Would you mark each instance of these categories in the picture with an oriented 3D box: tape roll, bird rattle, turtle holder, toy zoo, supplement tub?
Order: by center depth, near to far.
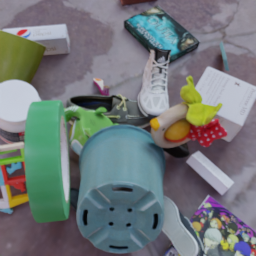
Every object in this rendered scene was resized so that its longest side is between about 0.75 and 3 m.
[{"bbox_3d":[-1.851,0.773,6.766,0.684,2.847,2.847,-4,60,-8],"label":"tape roll"},{"bbox_3d":[1.397,-0.141,6.894,1.795,2.201,1.240,-25,64,2],"label":"bird rattle"},{"bbox_3d":[-3.321,1.425,7.491,1.315,2.004,0.205,-10,23,-18],"label":"toy zoo"},{"bbox_3d":[-1.176,0.225,8.114,1.827,1.298,1.388,24,49,-38],"label":"turtle holder"},{"bbox_3d":[-3.224,-0.374,8.190,1.390,1.981,1.390,6,69,-15],"label":"supplement tub"}]

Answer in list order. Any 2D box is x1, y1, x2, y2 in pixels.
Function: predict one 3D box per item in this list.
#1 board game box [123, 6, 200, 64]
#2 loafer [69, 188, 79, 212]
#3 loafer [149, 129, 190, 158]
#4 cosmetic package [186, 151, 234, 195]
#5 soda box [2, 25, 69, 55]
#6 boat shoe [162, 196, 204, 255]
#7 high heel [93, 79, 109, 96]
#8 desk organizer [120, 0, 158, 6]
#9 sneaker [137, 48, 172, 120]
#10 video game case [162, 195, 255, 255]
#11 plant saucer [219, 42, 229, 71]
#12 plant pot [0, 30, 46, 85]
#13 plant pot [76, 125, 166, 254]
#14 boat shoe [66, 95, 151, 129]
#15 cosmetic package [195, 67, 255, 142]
[{"bbox_3d":[1.298,-3.767,11.225,1.807,0.376,2.672,-31,65,-17],"label":"board game box"},{"bbox_3d":[-1.012,2.184,7.627,1.814,0.637,0.616,31,65,17],"label":"loafer"},{"bbox_3d":[1.164,0.344,8.172,0.652,1.787,0.637,-20,55,31],"label":"loafer"},{"bbox_3d":[2.373,1.297,8.163,1.352,0.342,0.558,44,28,21],"label":"cosmetic package"},{"bbox_3d":[-3.501,-3.307,10.702,2.393,0.815,0.762,-6,60,-4],"label":"soda box"},{"bbox_3d":[1.231,2.503,7.039,0.684,0.546,1.810,-42,41,13],"label":"boat shoe"},{"bbox_3d":[-0.975,-1.391,9.959,0.350,0.499,1.039,-14,38,-37],"label":"high heel"},{"bbox_3d":[0.464,-5.941,12.329,1.653,0.637,0.593,-12,61,-7],"label":"desk organizer"},{"bbox_3d":[0.836,-1.581,8.807,1.002,1.528,2.655,3,48,0],"label":"sneaker"},{"bbox_3d":[2.387,3.338,7.021,2.478,0.444,2.246,38,66,22],"label":"video game case"},{"bbox_3d":[3.516,-2.630,10.271,0.142,0.522,1.493,-13,36,20],"label":"plant saucer"},{"bbox_3d":[-3.950,-1.885,9.120,2.025,2.025,2.164,17,96,10],"label":"plant pot"},{"bbox_3d":[-0.157,1.391,6.498,2.350,2.350,2.302,0,19,0],"label":"plant pot"},{"bbox_3d":[-0.507,-0.570,9.019,2.956,0.883,1.056,0,49,-2],"label":"boat shoe"},{"bbox_3d":[2.846,-0.712,8.761,1.689,1.405,1.414,28,73,15],"label":"cosmetic package"}]
